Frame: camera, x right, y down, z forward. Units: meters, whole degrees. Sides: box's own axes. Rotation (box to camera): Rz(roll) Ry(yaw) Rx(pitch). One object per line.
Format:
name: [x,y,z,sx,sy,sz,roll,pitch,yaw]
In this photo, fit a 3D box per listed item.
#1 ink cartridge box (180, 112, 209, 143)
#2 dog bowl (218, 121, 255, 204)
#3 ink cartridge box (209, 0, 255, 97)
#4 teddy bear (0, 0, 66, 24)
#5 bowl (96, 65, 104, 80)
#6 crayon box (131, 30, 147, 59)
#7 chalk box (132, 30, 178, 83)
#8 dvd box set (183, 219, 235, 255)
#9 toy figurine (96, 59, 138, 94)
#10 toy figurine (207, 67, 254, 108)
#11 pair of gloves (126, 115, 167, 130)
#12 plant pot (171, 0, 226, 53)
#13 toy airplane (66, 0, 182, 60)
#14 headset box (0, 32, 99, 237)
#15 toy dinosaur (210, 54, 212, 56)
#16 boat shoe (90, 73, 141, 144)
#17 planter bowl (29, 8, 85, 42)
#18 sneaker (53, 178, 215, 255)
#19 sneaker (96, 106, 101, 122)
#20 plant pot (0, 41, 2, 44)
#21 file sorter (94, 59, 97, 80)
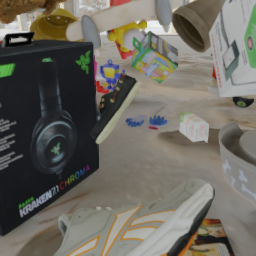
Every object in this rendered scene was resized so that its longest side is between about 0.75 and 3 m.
ink cartridge box: [1.745,-0.005,7.462,0.324,0.563,0.961,-8,23,-16]
dog bowl: [3.230,0.670,5.443,2.929,0.859,2.929,0,22,0]
ink cartridge box: [1.918,-1.350,4.274,0.769,1.335,1.829,-6,-11,0]
teddy bear: [-2.269,-2.885,5.963,2.362,0.788,1.712,-25,5,-28]
bowl: [-1.493,-2.794,14.192,1.203,0.540,1.203,7,26,-3]
crayon box: [0.394,-3.229,10.996,1.088,0.691,0.276,-43,13,3]
chalk box: [0.511,-1.649,6.343,1.085,0.671,0.675,26,47,-22]
dvd box set: [0.816,1.635,3.984,1.199,0.176,0.877,1,22,2]
toy figurine: [-0.685,-2.207,11.838,2.217,1.328,1.170,15,27,33]
toy figurine: [4.625,-1.874,10.702,2.519,1.780,2.559,-2,20,-21]
pair of gloves: [0.550,-0.216,8.558,1.209,0.138,0.972,9,24,18]
plant pot: [2.338,-3.370,8.656,1.373,1.582,1.582,-42,29,0]
toy airplane: [-0.043,-2.830,7.307,2.441,2.451,1.730,8,50,-45]
headset box: [-1.771,-0.182,4.895,1.320,2.845,2.477,13,25,29]
toy dinosaur: [2.909,-2.010,6.484,0.922,2.091,0.496,38,64,-5]
boat shoe: [-0.255,-0.330,4.432,0.417,0.487,1.330,30,61,0]
planter bowl: [-2.513,-3.703,10.116,1.989,0.828,1.989,-5,-20,-2]
sneaker: [-0.083,1.221,3.248,1.285,1.057,2.793,34,44,29]
sneaker: [-1.200,-0.345,8.275,0.695,0.635,1.718,10,26,16]
plant pot: [-4.375,-1.322,8.380,2.634,2.323,2.636,-10,24,-23]
file sorter: [-2.551,-2.822,12.507,2.070,1.298,1.438,-2,54,4]
